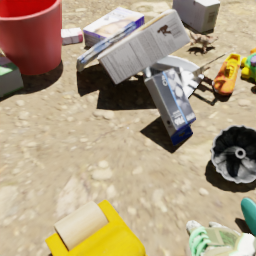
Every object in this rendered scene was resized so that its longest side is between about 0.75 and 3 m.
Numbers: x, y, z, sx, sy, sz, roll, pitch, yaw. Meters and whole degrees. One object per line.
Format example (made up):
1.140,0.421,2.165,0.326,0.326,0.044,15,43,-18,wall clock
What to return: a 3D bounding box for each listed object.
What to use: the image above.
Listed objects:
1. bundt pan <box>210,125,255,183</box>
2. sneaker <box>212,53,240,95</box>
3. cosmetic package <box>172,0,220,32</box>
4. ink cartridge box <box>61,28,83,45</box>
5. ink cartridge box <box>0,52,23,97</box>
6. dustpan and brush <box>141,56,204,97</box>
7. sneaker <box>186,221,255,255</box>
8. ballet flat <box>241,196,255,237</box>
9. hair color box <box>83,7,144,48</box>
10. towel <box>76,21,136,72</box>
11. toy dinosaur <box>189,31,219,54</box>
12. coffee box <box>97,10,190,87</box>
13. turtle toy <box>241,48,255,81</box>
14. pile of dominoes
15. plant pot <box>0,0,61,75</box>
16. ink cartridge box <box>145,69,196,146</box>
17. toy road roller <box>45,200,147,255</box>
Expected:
2.553,0.611,6.588,1.346,0.505,1.346,0,82,2,bundt pan
3.182,-1.768,9.011,0.700,0.740,1.918,17,50,12,sneaker
2.814,-5.093,11.913,0.840,1.169,2.071,-24,49,-22,cosmetic package
-2.237,-3.629,11.067,0.804,0.333,0.589,-13,48,-12,ink cartridge box
-4.468,-1.757,8.939,1.366,0.822,1.880,-34,56,-29,ink cartridge box
0.828,-1.966,9.110,2.872,0.822,2.004,22,49,26,dustpan and brush
1.297,2.018,4.544,1.114,2.514,0.967,30,94,34,sneaker
2.813,2.065,5.329,0.616,0.577,1.702,-6,51,-22,ballet flat
-0.511,-3.871,11.024,1.277,0.757,2.337,26,53,23,hair color box
-0.772,-2.593,9.128,2.181,1.602,0.260,-37,99,-10,towel
2.742,-3.332,10.528,1.199,0.515,0.813,23,45,-7,toy dinosaur
0.405,-2.336,8.155,2.439,0.974,1.379,-29,20,13,coffee box
4.426,-2.023,9.149,1.265,0.877,1.735,11,47,10,turtle toy
2.640,-1.971,8.591,1.145,1.469,0.234,-32,95,-40,pile of dominoes
-3.294,-3.144,9.318,2.468,2.184,2.468,1,46,-1,plant pot
1.181,-0.547,7.200,0.911,0.359,1.832,-27,94,-38,ink cartridge box
-0.438,2.085,4.704,1.351,1.605,2.199,-29,53,-25,toy road roller
